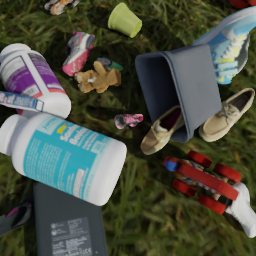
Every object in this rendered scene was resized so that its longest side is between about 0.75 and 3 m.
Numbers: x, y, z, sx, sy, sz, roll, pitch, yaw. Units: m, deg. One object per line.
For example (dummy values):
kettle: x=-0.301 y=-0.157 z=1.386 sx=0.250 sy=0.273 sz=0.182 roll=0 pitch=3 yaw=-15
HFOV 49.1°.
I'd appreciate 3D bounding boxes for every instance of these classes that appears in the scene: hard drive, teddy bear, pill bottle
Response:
hard drive: x=-1.519 y=2.468 z=7.292 sx=1.692 sy=0.399 sz=2.424 roll=-8 pitch=65 yaw=-10
teddy bear: x=-0.960 y=-1.587 z=8.974 sx=1.462 sy=1.060 sz=0.488 roll=-25 pitch=28 yaw=14
pill bottle: x=-1.667 y=0.658 z=7.039 sx=2.989 sy=1.656 sz=1.656 roll=20 pitch=66 yaw=6
pill bottle: x=-2.942 y=-1.314 z=8.582 sx=1.485 sy=1.485 sz=2.642 roll=-29 pitch=67 yaw=-13

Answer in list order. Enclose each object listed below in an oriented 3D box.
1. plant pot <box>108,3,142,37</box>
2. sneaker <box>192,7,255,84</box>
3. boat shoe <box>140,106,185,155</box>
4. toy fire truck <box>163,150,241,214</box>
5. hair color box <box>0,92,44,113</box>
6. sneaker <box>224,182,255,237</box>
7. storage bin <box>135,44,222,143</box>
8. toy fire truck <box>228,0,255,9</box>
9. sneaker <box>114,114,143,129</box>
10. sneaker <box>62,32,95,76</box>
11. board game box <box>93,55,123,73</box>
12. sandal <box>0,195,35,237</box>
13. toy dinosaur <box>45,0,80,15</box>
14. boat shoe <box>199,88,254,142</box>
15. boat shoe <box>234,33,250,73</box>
plant pot: x=-0.053 y=-3.791 z=10.095 sx=0.927 sy=1.008 sz=1.008 roll=38 pitch=70 yaw=8
sneaker: x=3.113 y=-2.291 z=8.349 sx=1.026 sy=2.581 sz=1.685 roll=-14 pitch=85 yaw=-24
boat shoe: x=0.970 y=0.019 z=8.058 sx=1.835 sy=0.609 sz=0.679 roll=-48 pitch=60 yaw=12
toy fire truck: x=1.726 y=1.187 z=6.978 sx=2.031 sy=1.705 sz=1.139 roll=26 pitch=84 yaw=40
hair color box: x=-2.750 y=-0.662 z=7.221 sx=1.013 sy=0.507 sz=0.307 roll=11 pitch=83 yaw=8
sneaker: x=2.879 y=2.190 z=7.346 sx=0.701 sy=0.550 sz=1.411 roll=-15 pitch=79 yaw=-9
storage bin: x=1.521 y=-1.149 z=8.163 sx=1.724 sy=1.868 sz=2.567 roll=-27 pitch=111 yaw=-24
toy fire truck: x=5.184 y=-5.768 z=10.784 sx=2.463 sy=1.645 sz=2.933 roll=6 pitch=64 yaw=-17
sneaker: x=0.052 y=-0.254 z=8.247 sx=1.078 sy=0.514 sz=0.426 roll=-12 pitch=85 yaw=-52
sneaker: x=-1.761 y=-2.492 z=9.386 sx=0.770 sy=0.831 sz=2.062 roll=18 pitch=46 yaw=-2
board game box: x=-0.698 y=-2.153 z=9.754 sx=0.958 sy=0.112 sz=0.502 roll=33 pitch=67 yaw=15
sandal: x=-2.916 y=2.344 z=7.362 sx=1.607 sy=0.385 sz=0.604 roll=-33 pitch=81 yaw=-24
toy dinosaur: x=-2.587 y=-5.568 z=10.990 sx=1.764 sy=1.327 sz=2.599 roll=28 pitch=48 yaw=-5
boat shoe: x=3.044 y=-0.454 z=8.596 sx=2.202 sy=0.715 sz=0.794 roll=-38 pitch=70 yaw=-16
boat shoe: x=3.724 y=-2.462 z=9.539 sx=0.644 sy=0.561 sz=1.748 roll=12 pitch=66 yaw=21
